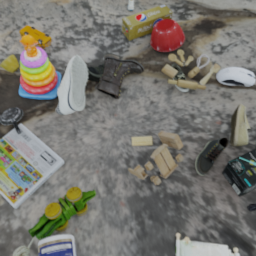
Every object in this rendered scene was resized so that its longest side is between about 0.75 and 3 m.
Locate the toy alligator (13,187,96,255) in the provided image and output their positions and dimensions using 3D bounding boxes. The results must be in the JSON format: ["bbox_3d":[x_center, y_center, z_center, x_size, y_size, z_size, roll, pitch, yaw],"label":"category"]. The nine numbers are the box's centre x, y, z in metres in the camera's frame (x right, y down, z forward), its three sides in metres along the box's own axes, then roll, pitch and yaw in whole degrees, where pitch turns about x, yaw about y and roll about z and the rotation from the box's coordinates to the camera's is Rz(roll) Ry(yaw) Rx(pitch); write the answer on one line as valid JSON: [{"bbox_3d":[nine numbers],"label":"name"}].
[{"bbox_3d":[-2.313,2.746,8.636,2.980,0.988,0.716,-35,45,-27],"label":"toy alligator"}]

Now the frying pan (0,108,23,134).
[{"bbox_3d":[-4.580,-0.272,10.861,0.942,0.253,1.557,-13,45,1],"label":"frying pan"}]

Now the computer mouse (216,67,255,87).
[{"bbox_3d":[5.026,-2.195,12.023,2.385,0.523,1.308,6,59,3],"label":"computer mouse"}]

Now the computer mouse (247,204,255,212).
[{"bbox_3d":[4.605,2.998,8.768,0.948,0.379,1.729,-33,83,15],"label":"computer mouse"}]

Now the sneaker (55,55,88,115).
[{"bbox_3d":[-2.288,-1.747,11.074,1.057,1.003,2.626,-16,55,32],"label":"sneaker"}]

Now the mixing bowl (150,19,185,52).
[{"bbox_3d":[1.758,-4.417,12.967,1.652,0.894,1.652,-8,55,12],"label":"mixing bowl"}]

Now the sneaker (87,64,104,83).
[{"bbox_3d":[-1.357,-2.471,12.178,1.540,0.589,0.882,16,58,6],"label":"sneaker"}]

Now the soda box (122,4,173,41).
[{"bbox_3d":[0.913,-5.137,13.633,2.428,0.822,0.777,-24,62,-14],"label":"soda box"}]

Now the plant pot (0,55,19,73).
[{"bbox_3d":[-5.133,-2.755,12.306,0.545,0.767,0.767,48,65,-14],"label":"plant pot"}]

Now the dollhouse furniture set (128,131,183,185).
[{"bbox_3d":[1.017,1.154,9.913,1.977,1.025,0.875,-41,27,-22],"label":"dollhouse furniture set"}]

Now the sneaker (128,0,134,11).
[{"bbox_3d":[0.143,-6.518,14.757,0.326,0.344,0.853,-1,60,-2],"label":"sneaker"}]

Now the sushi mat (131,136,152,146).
[{"bbox_3d":[0.531,0.503,10.669,0.800,0.048,0.383,-3,58,-1],"label":"sushi mat"}]

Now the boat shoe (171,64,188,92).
[{"bbox_3d":[2.185,-2.165,12.047,0.504,0.454,1.425,-19,61,-11],"label":"boat shoe"}]

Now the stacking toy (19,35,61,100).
[{"bbox_3d":[-3.622,-2.491,10.839,1.628,2.805,1.539,3,59,-3],"label":"stacking toy"}]

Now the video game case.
[{"bbox_3d":[-3.944,1.267,10.078,2.447,0.280,2.227,36,65,19],"label":"video game case"}]

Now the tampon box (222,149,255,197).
[{"bbox_3d":[4.164,1.488,9.564,1.392,0.879,1.043,-22,59,-13],"label":"tampon box"}]

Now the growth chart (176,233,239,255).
[{"bbox_3d":[2.399,4.137,8.383,2.105,0.187,1.524,10,60,6],"label":"growth chart"}]

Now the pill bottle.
[{"bbox_3d":[-1.949,4.110,7.885,1.059,1.059,1.908,-11,59,-6],"label":"pill bottle"}]

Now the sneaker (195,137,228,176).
[{"bbox_3d":[2.931,0.949,9.872,0.573,0.814,1.533,35,63,-3],"label":"sneaker"}]

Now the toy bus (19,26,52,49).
[{"bbox_3d":[-4.329,-4.234,13.182,1.673,0.655,0.545,31,62,17],"label":"toy bus"}]

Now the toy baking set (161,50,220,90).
[{"bbox_3d":[2.726,-2.480,11.945,2.559,0.298,1.964,13,66,-2],"label":"toy baking set"}]

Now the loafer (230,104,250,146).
[{"bbox_3d":[4.306,-0.069,10.683,0.618,0.685,1.810,15,66,4],"label":"loafer"}]

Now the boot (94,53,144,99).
[{"bbox_3d":[-0.348,-2.048,11.822,2.038,0.705,1.774,13,76,-22],"label":"boot"}]
